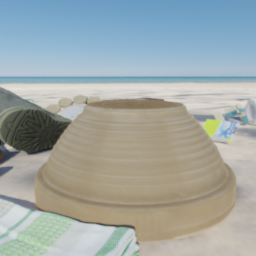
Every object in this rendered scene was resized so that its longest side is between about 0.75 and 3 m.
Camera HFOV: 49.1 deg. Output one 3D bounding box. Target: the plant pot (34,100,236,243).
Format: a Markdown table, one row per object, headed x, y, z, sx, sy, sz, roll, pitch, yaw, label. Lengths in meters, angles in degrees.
| x | y | z | sx | sy | sz | roll | pitch | yaw | label |
| --- | --- | --- | --- | --- | --- | --- | --- | --- | --- |
| 0.099 | 0.304 | 4.227 | 2.950 | 1.362 | 2.950 | 0 | 11 | 0 | plant pot |

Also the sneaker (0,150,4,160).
| x | y | z | sx | sy | sz | roll | pitch | yaw | label |
| --- | --- | --- | --- | --- | --- | --- | --- | --- | --- |
| -3.181 | 0.364 | 5.787 | 1.290 | 0.579 | 0.433 | 5 | 30 | 28 | sneaker |

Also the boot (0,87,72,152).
| x | y | z | sx | sy | sz | roll | pitch | yaw | label |
| --- | --- | --- | --- | --- | --- | --- | --- | --- | --- |
| -2.913 | -0.452 | 6.763 | 2.828 | 1.026 | 2.571 | 30 | 2 | 21 | boot |

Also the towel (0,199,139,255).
| x | y | z | sx | sy | sz | roll | pitch | yaw | label |
| --- | --- | --- | --- | --- | --- | --- | --- | --- | --- |
| -1.419 | 1.123 | 2.389 | 2.580 | 0.396 | 1.925 | 5 | 11 | 27 | towel |

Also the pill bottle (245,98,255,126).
| x | y | z | sx | sy | sz | roll | pitch | yaw | label |
| --- | --- | --- | --- | --- | --- | --- | --- | --- | --- |
| 5.261 | -0.628 | 10.071 | 1.768 | 0.992 | 0.992 | -4 | 11 | -5 | pill bottle |

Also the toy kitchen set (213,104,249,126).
| x | y | z | sx | sy | sz | roll | pitch | yaw | label |
| --- | --- | --- | --- | --- | --- | --- | --- | --- | --- |
| 3.690 | -0.250 | 9.922 | 1.019 | 0.816 | 0.600 | -23 | 36 | 15 | toy kitchen set |

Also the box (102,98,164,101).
| x | y | z | sx | sy | sz | roll | pitch | yaw | label |
| --- | --- | --- | --- | --- | --- | --- | --- | --- | --- |
| 0.225 | -0.773 | 11.527 | 2.360 | 0.884 | 1.182 | -8 | 13 | -32 | box |

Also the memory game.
| x | y | z | sx | sy | sz | roll | pitch | yaw | label |
| --- | --- | --- | --- | --- | --- | --- | --- | --- | --- |
| -1.439 | -0.318 | 8.237 | 2.279 | 0.145 | 2.279 | 0 | 39 | 0 | memory game |

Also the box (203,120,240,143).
| x | y | z | sx | sy | sz | roll | pitch | yaw | label |
| --- | --- | --- | --- | --- | --- | --- | --- | --- | --- |
| 2.431 | 0.077 | 7.438 | 0.958 | 0.228 | 0.584 | 8 | 53 | 45 | box |

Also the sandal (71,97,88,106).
| x | y | z | sx | sy | sz | roll | pitch | yaw | label |
| --- | --- | --- | --- | --- | --- | --- | --- | --- | --- |
| -1.677 | -0.571 | 9.623 | 0.660 | 1.036 | 2.756 | 12 | 6 | -23 | sandal |

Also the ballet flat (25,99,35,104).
| x | y | z | sx | sy | sz | roll | pitch | yaw | label |
| --- | --- | --- | --- | --- | --- | --- | --- | --- | --- |
| -5.074 | -0.752 | 11.179 | 2.703 | 0.864 | 1.022 | 1 | -15 | -6 | ballet flat |
